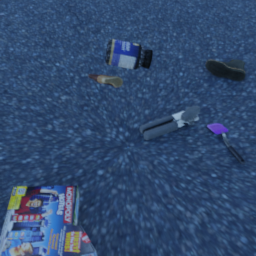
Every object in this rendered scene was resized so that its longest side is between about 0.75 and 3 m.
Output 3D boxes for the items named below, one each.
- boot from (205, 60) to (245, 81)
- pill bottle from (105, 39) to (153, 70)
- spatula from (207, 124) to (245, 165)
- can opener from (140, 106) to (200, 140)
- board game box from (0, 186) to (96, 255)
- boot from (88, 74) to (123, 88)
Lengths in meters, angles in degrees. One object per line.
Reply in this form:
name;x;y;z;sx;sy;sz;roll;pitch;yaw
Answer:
boot;4.441;-2.832;12.726;1.777;0.688;1.229;24;48;3
pill bottle;0.024;-2.346;9.094;1.458;0.815;0.815;8;49;-8
spatula;3.573;0.518;10.037;0.573;0.208;2.027;-13;51;-14
can opener;1.578;-0.291;10.354;2.347;0.785;0.626;-19;52;-16
board game box;-2.071;2.861;7.635;2.513;0.776;2.515;0;49;-1
boot;-0.747;-1.650;9.444;0.822;0.357;0.988;25;17;39
